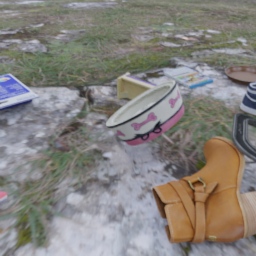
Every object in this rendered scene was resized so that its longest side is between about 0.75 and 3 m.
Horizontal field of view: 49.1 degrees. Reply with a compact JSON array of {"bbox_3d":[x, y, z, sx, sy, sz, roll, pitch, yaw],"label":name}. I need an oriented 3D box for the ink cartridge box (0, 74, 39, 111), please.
[{"bbox_3d":[-5.179,-1.019,10.391,2.836,0.674,2.870,-23,41,-34],"label":"ink cartridge box"}]

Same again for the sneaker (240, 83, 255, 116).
[{"bbox_3d":[5.103,-0.893,9.634,2.221,1.205,0.778,20,38,28],"label":"sneaker"}]

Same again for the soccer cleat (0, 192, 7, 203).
[{"bbox_3d":[-3.611,1.449,6.774,1.610,0.537,0.616,22,20,31],"label":"soccer cleat"}]

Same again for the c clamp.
[{"bbox_3d":[3.593,0.545,7.085,2.228,0.353,2.608,25,34,3],"label":"c clamp"}]

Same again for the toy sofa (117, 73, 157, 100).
[{"bbox_3d":[0.704,-1.383,10.660,2.213,0.916,1.080,25,42,33],"label":"toy sofa"}]

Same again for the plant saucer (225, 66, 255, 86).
[{"bbox_3d":[5.327,-2.346,12.685,1.863,0.321,1.863,1,34,0],"label":"plant saucer"}]

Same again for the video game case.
[{"bbox_3d":[2.724,-2.324,12.786,1.350,0.168,1.886,-18,37,-26],"label":"video game case"}]

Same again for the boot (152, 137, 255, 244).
[{"bbox_3d":[1.658,1.272,6.511,2.278,1.085,2.945,-8,31,-5],"label":"boot"}]

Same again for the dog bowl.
[{"bbox_3d":[0.525,-0.360,7.576,2.199,0.811,2.199,-32,14,9],"label":"dog bowl"}]
